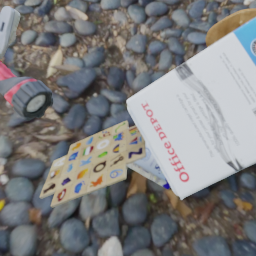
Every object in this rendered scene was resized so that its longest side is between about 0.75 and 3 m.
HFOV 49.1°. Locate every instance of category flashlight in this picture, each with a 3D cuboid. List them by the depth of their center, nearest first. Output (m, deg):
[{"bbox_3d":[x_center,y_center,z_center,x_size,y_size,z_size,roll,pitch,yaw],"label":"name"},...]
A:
[{"bbox_3d":[-2.412,-1.079,5.460,0.744,0.747,2.197,-40,71,-22],"label":"flashlight"}]

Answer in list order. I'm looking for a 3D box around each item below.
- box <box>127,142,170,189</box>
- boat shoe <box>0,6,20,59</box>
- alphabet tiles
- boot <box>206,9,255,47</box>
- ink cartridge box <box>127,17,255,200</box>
[{"bbox_3d":[0.831,0.712,7.940,1.528,0.801,1.405,28,69,11],"label":"box"},{"bbox_3d":[-2.856,-2.184,6.612,0.441,0.434,1.244,22,99,22],"label":"boat shoe"},{"bbox_3d":[-0.752,0.692,6.134,2.476,0.078,2.060,-23,29,14],"label":"alphabet tiles"},{"bbox_3d":[2.821,-2.298,6.542,1.003,2.657,0.978,-23,107,-36],"label":"boot"},{"bbox_3d":[1.790,-0.329,5.337,2.934,1.228,2.129,-31,82,16],"label":"ink cartridge box"}]
